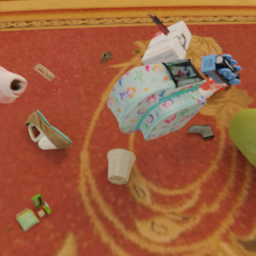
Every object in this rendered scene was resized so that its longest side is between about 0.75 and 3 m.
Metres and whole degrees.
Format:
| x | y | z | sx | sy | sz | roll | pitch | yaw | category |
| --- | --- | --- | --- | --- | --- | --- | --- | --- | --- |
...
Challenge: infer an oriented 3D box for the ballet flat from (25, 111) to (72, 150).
| x | y | z | sx | sy | sz | roll | pitch | yaw | category |
| --- | --- | --- | --- | --- | --- | --- | --- | --- | --- |
| -3.155 | 0.244 | 10.649 | 0.950 | 0.891 | 2.627 | -45 | 55 | -14 | ballet flat |

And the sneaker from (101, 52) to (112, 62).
| x | y | z | sx | sy | sz | roll | pitch | yaw | category |
| --- | --- | --- | --- | --- | --- | --- | --- | --- | --- |
| -1.172 | -4.068 | 15.644 | 0.380 | 0.407 | 1.078 | 15 | 45 | 16 | sneaker |

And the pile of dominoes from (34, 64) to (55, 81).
| x | y | z | sx | sy | sz | roll | pitch | yaw | category |
| --- | --- | --- | --- | --- | --- | --- | --- | --- | --- |
| -3.118 | -2.133 | 10.560 | 0.122 | 0.764 | 0.595 | -39 | 29 | 24 | pile of dominoes |

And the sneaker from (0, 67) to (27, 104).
| x | y | z | sx | sy | sz | roll | pitch | yaw | category |
| --- | --- | --- | --- | --- | --- | --- | --- | --- | --- |
| -3.777 | -1.199 | 9.016 | 1.114 | 2.131 | 0.802 | 24 | 71 | 4 | sneaker |

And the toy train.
| x | y | z | sx | sy | sz | roll | pitch | yaw | category |
| --- | --- | --- | --- | --- | --- | --- | --- | --- | --- |
| 3.322 | -2.011 | 9.929 | 0.996 | 1.743 | 0.756 | -1 | 75 | 40 | toy train |

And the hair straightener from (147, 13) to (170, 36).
| x | y | z | sx | sy | sz | roll | pitch | yaw | category |
| --- | --- | --- | --- | --- | --- | --- | --- | --- | --- |
| 1.011 | -3.493 | 9.358 | 0.976 | 0.200 | 0.375 | 39 | 41 | -8 | hair straightener |

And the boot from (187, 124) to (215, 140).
| x | y | z | sx | sy | sz | roll | pitch | yaw | category |
| --- | --- | --- | --- | --- | --- | --- | --- | --- | --- |
| 2.876 | 0.186 | 11.022 | 0.976 | 0.331 | 0.638 | -8 | 48 | -7 | boot |

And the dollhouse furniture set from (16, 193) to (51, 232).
| x | y | z | sx | sy | sz | roll | pitch | yaw | category |
| --- | --- | --- | --- | --- | --- | --- | --- | --- | --- |
| -2.850 | 2.505 | 8.329 | 0.908 | 0.456 | 0.595 | -32 | 51 | -31 | dollhouse furniture set |

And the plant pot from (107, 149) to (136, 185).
| x | y | z | sx | sy | sz | roll | pitch | yaw | category |
| --- | --- | --- | --- | --- | --- | --- | --- | --- | --- |
| -0.281 | 1.352 | 9.350 | 0.991 | 0.991 | 0.907 | 4 | 54 | 5 | plant pot |

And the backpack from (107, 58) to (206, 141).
| x | y | z | sx | sy | sz | roll | pitch | yaw | category |
| --- | --- | --- | --- | --- | --- | --- | --- | --- | --- |
| 0.759 | -0.764 | 8.037 | 2.523 | 2.240 | 1.900 | -10 | 65 | -29 | backpack |

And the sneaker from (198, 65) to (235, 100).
| x | y | z | sx | sy | sz | roll | pitch | yaw | category |
| --- | --- | --- | --- | --- | --- | --- | --- | --- | --- |
| 3.847 | -2.206 | 12.834 | 2.614 | 1.401 | 0.873 | -23 | 47 | -23 | sneaker |

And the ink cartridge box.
| x | y | z | sx | sy | sz | roll | pitch | yaw | category |
| --- | --- | --- | --- | --- | --- | --- | --- | --- | --- |
| 1.672 | -3.402 | 12.008 | 1.541 | 0.884 | 2.121 | -13 | 41 | 39 | ink cartridge box |

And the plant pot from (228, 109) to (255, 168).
| x | y | z | sx | sy | sz | roll | pitch | yaw | category |
| --- | --- | --- | --- | --- | --- | --- | --- | --- | --- |
| 4.849 | 0.419 | 9.456 | 2.568 | 2.568 | 2.744 | -20 | 30 | -21 | plant pot |
